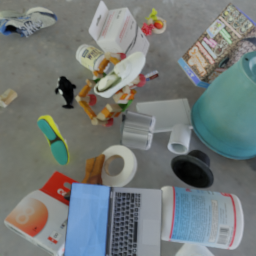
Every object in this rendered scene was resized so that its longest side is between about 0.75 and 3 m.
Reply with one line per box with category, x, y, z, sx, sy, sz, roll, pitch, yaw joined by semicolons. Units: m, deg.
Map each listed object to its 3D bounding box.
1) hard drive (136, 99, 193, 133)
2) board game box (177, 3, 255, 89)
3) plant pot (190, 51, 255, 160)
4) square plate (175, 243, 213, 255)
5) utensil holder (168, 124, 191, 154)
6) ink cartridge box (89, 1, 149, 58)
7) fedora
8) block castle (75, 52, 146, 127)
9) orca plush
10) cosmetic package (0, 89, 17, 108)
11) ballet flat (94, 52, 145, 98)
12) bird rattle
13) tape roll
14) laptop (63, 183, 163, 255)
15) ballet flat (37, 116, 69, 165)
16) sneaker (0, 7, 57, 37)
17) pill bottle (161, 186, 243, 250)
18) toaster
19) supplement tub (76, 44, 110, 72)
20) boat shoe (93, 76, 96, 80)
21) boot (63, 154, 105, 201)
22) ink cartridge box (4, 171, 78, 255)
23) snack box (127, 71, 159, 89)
hard drive;1.449;-0.489;11.065;2.066;0.276;1.363;-6;58;-4
board game box;3.678;-2.873;10.644;2.189;2.746;1.330;1;50;-47
plant pot;4.032;-0.902;9.509;2.993;2.812;2.993;6;54;-9
square plate;1.989;4.731;7.687;2.479;0.356;2.503;-40;66;-22
utensil holder;1.894;0.407;10.238;0.731;0.731;0.860;15;56;9
ink cartridge box;-0.264;-3.620;11.349;0.937;2.763;1.603;6;70;33
fedora;2.015;1.150;8.416;1.508;1.508;0.689;30;59;18
block castle;-0.627;-1.383;10.414;1.698;2.541;1.192;51;28;21
orca plush;-2.643;-1.587;11.566;0.898;0.607;1.708;-2;57;-1
cosmetic package;-5.002;-1.235;11.543;0.401;0.271;0.763;27;61;16
ballet flat;-0.338;-1.663;9.051;0.735;2.118;0.735;31;40;-30
bird rattle;1.307;-5.112;13.799;1.160;0.801;1.423;17;61;-8
tape roll;-0.419;1.310;9.582;1.480;0.270;1.480;-13;58;21
laptop;-0.276;2.537;7.077;2.243;1.300;2.100;2;76;7
ballet flat;-2.545;0.394;9.964;0.637;1.908;0.639;-21;15;18
sneaker;-4.854;-4.969;13.607;2.887;1.112;1.230;-4;67;6
pill bottle;1.724;2.590;8.314;2.879;1.566;1.566;7;58;3
toaster;0.324;0.073;9.831;1.110;1.718;0.976;10;54;5
supplement tub;-1.544;-3.016;12.279;1.300;0.943;0.943;34;63;19
boat shoe;-1.074;-2.153;12.071;0.978;0.341;0.347;17;58;17
boot;-1.452;1.637;9.339;1.434;0.522;1.523;-26;41;23
ink cartridge box;-2.252;2.486;8.783;1.937;0.599;2.388;23;52;14
snack box;0.503;-1.923;11.544;1.575;0.192;0.566;-23;19;9
